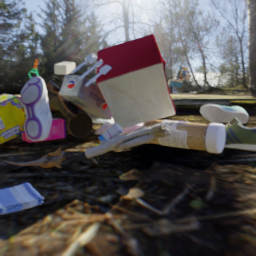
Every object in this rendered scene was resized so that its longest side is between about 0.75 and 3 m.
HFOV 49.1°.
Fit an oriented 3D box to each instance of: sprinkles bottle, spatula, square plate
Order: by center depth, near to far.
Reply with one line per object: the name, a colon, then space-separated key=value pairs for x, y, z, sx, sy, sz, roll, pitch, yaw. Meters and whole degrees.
spatula: x=-1.223 y=-1.881 z=9.049 sx=1.252 sy=0.870 sz=0.101 roll=-48 pitch=-2 yaw=-33
sprinkles bottle: x=1.886 y=0.243 z=9.914 sx=2.864 sy=0.977 sz=0.977 roll=6 pitch=11 yaw=34
square plate: x=0.005 y=-0.134 z=13.590 sx=2.809 sy=0.399 sz=2.782 roll=1 pitch=12 yaw=6

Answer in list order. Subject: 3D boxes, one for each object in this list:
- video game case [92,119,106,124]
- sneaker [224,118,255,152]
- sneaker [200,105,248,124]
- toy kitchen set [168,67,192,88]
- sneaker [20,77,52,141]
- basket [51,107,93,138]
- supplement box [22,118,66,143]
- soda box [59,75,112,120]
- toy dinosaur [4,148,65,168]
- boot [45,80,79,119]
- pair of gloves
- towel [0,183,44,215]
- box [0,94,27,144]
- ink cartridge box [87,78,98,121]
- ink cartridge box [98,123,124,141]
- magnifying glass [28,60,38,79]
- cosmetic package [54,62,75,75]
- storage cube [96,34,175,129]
video game case: x=-1.438 y=-0.483 z=16.495 sx=2.034 sy=0.234 sz=1.853 roll=5 pitch=10 yaw=21
sneaker: x=3.637 y=0.167 z=9.859 sx=2.413 sy=1.083 sz=0.809 roll=5 pitch=6 yaw=29
sneaker: x=5.584 y=-0.857 z=16.382 sx=2.620 sy=0.964 sz=1.546 roll=13 pitch=19 yaw=17
toy kitchen set: x=2.263 y=-2.117 z=12.346 sx=0.616 sy=1.046 sz=0.838 roll=4 pitch=41 yaw=-11
sneaker: x=-2.917 y=-0.590 z=9.040 sx=0.777 sy=2.074 sz=1.033 roll=-3 pitch=-5 yaw=9
basket: x=-2.431 y=-0.310 z=12.493 sx=1.718 sy=1.296 sz=1.905 roll=-16 pitch=20 yaw=-24
supplement box: x=-3.418 y=0.071 z=11.382 sx=1.570 sy=0.812 sz=0.795 roll=-6 pitch=10 yaw=-40
soda box: x=-1.553 y=-1.162 z=11.375 sx=0.919 sy=0.854 sz=2.691 roll=10 pitch=-13 yaw=27
toy dinosaur: x=-2.285 y=0.934 z=7.670 sx=0.956 sy=0.543 sz=1.799 roll=-18 pitch=-9 yaw=30
boot: x=-3.067 y=-0.781 z=11.621 sx=1.120 sy=1.454 sz=2.999 roll=39 pitch=5 yaw=-39
pair of gloves: x=0.082 y=0.314 z=8.449 sx=2.349 sy=0.484 sz=2.763 roll=-16 pitch=-3 yaw=10
towel: x=-2.536 y=1.401 z=5.404 sx=1.538 sy=0.183 sz=1.130 roll=-7 pitch=11 yaw=-33
box: x=-4.816 y=-0.216 z=9.847 sx=2.069 sy=1.262 sz=1.993 roll=-31 pitch=25 yaw=-30
ink cartridge box: x=-1.342 y=-1.536 z=13.958 sx=2.719 sy=1.984 sz=1.143 roll=-16 pitch=5 yaw=44
ink cartridge box: x=-0.577 y=0.231 z=9.712 sx=0.778 sy=0.329 sz=0.563 roll=-41 pitch=-15 yaw=7
magnifying glass: x=-3.071 y=-1.898 z=9.194 sx=0.323 sy=0.811 sz=0.091 roll=21 pitch=42 yaw=-11
cosmetic package: x=-2.495 y=-2.364 z=11.074 sx=0.511 sy=0.361 sz=0.987 roll=6 pitch=21 yaw=9
storage cube: x=0.242 y=-1.701 z=10.455 sx=2.643 sy=2.260 sz=2.376 roll=-16 pitch=40 yaw=7
